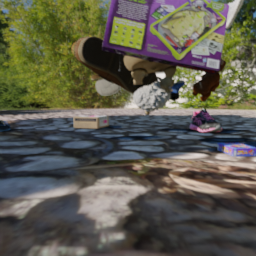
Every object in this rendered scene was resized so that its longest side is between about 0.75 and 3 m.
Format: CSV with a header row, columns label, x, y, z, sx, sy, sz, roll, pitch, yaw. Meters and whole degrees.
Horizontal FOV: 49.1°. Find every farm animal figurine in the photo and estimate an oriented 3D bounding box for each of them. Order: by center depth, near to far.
label,x,y,z,sx,sy,sz,roll,pitch,yaw
farm animal figurine,1.136,-2.098,7.472,2.931,2.964,1.545,-19,-26,-8

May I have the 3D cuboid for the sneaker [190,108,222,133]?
label,x,y,z,sx,sy,sz,roll,pitch,yaw
sneaker,3.566,-0.359,13.040,0.897,1.083,2.270,0,7,-16

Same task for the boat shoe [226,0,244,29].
label,x,y,z,sx,sy,sz,roll,pitch,yaw
boat shoe,2.886,-3.292,7.795,0.336,0.980,0.353,36,39,23

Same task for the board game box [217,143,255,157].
label,x,y,z,sx,sy,sz,roll,pitch,yaw
board game box,2.948,0.584,7.657,0.644,0.215,0.958,-1,6,-6

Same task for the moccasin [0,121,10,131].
label,x,y,z,sx,sy,sz,roll,pitch,yaw
moccasin,-6.040,-0.113,13.368,0.591,0.501,1.468,0,6,-1

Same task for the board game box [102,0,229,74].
label,x,y,z,sx,sy,sz,roll,pitch,yaw
board game box,0.866,-2.283,6.385,2.692,1.615,0.435,11,-1,-5

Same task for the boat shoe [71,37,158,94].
label,x,y,z,sx,sy,sz,roll,pitch,yaw
boat shoe,-0.315,-1.868,8.592,2.989,1.075,1.016,29,-5,-35

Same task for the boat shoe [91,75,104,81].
label,x,y,z,sx,sy,sz,roll,pitch,yaw
boat shoe,-1.137,-1.925,10.874,0.289,0.247,0.789,29,36,26

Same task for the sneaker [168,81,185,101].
label,x,y,z,sx,sy,sz,roll,pitch,yaw
sneaker,1.296,-0.979,7.612,0.841,0.468,0.323,-21,-10,-34

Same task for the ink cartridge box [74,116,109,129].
label,x,y,z,sx,sy,sz,roll,pitch,yaw
ink cartridge box,-1.944,-0.331,15.000,1.370,0.625,1.663,0,4,15

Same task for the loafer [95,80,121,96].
label,x,y,z,sx,sy,sz,roll,pitch,yaw
loafer,-0.305,-2.209,11.826,0.877,1.002,2.788,-33,2,-44
